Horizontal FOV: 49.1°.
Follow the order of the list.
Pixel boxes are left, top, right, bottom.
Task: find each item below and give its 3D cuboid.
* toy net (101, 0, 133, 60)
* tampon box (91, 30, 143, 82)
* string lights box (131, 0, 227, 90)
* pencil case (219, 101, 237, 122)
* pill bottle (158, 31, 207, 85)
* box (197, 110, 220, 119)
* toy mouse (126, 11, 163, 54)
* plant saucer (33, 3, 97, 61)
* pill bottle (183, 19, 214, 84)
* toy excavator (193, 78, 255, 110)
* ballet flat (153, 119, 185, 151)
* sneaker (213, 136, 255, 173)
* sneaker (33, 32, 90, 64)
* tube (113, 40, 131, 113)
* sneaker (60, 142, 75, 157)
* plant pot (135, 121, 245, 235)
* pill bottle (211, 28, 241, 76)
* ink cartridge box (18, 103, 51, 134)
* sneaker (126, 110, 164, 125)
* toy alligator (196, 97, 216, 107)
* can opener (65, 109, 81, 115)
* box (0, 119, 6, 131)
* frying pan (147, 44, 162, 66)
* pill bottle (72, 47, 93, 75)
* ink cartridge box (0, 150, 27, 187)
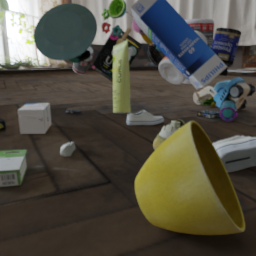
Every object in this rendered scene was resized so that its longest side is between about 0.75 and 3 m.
[{"bbox_3d":[-0.404,-2.821,8.426,1.026,1.956,0.378,-8,-5,28],"label":"toy net"},{"bbox_3d":[-0.506,-3.372,13.182,1.492,1.990,1.257,33,28,-6],"label":"tampon box"},{"bbox_3d":[1.299,-2.282,7.520,0.799,2.710,1.393,-43,0,8],"label":"string lights box"},{"bbox_3d":[4.533,-0.774,12.627,0.742,0.683,1.606,12,19,19],"label":"pencil case"},{"bbox_3d":[2.221,-2.831,11.119,1.189,1.189,2.082,15,58,43],"label":"pill bottle"},{"bbox_3d":[3.746,-0.640,13.054,0.678,0.196,0.853,-11,19,-34],"label":"box"},{"bbox_3d":[0.986,-3.991,12.247,2.804,0.543,2.492,33,14,-30],"label":"toy mouse"},{"bbox_3d":[-2.014,-3.083,8.902,2.074,2.074,0.399,-11,56,-34],"label":"plant saucer"},{"bbox_3d":[3.217,-3.664,13.535,1.681,2.902,1.681,-2,16,1],"label":"pill bottle"},{"bbox_3d":[4.844,-1.803,14.742,1.315,2.560,2.633,-11,47,-32],"label":"toy excavator"},{"bbox_3d":[1.369,0.199,9.000,0.796,0.796,2.252,7,17,24],"label":"ballet flat"},{"bbox_3d":[3.316,0.514,7.418,2.569,0.938,0.909,-4,26,-11],"label":"sneaker"},{"bbox_3d":[-2.599,-3.398,11.485,1.140,1.018,2.853,-4,-4,23],"label":"sneaker"},{"bbox_3d":[-0.180,-1.179,6.667,0.482,1.662,0.431,0,2,15],"label":"tube"},{"bbox_3d":[-1.856,0.658,8.297,0.349,0.331,0.866,-8,9,10],"label":"sneaker"},{"bbox_3d":[0.915,1.003,4.749,1.326,1.868,1.868,-28,5,22],"label":"plant pot"},{"bbox_3d":[2.826,-2.242,8.339,0.734,1.312,0.734,10,15,-3],"label":"pill bottle"},{"bbox_3d":[-3.550,-0.377,10.729,0.946,0.929,1.285,-1,16,-5],"label":"ink cartridge box"},{"bbox_3d":[0.722,-0.434,11.623,1.594,0.564,0.582,-4,16,-13],"label":"sneaker"},{"bbox_3d":[4.516,-1.360,15.211,1.767,0.425,0.586,-1,48,-5],"label":"toy alligator"},{"bbox_3d":[-2.659,-0.738,13.526,0.833,0.222,0.278,8,50,25],"label":"can opener"},{"bbox_3d":[-5.751,-0.062,10.579,1.751,0.403,1.392,-14,21,-42],"label":"box"},{"bbox_3d":[1.016,-3.212,11.533,0.247,1.518,0.918,-26,-19,35],"label":"frying pan"},{"bbox_3d":[-2.192,-3.297,13.626,0.761,1.314,0.761,15,47,-17],"label":"pill bottle"},{"bbox_3d":[-2.923,0.965,6.879,0.719,0.411,1.386,-3,16,-12],"label":"ink cartridge box"}]
